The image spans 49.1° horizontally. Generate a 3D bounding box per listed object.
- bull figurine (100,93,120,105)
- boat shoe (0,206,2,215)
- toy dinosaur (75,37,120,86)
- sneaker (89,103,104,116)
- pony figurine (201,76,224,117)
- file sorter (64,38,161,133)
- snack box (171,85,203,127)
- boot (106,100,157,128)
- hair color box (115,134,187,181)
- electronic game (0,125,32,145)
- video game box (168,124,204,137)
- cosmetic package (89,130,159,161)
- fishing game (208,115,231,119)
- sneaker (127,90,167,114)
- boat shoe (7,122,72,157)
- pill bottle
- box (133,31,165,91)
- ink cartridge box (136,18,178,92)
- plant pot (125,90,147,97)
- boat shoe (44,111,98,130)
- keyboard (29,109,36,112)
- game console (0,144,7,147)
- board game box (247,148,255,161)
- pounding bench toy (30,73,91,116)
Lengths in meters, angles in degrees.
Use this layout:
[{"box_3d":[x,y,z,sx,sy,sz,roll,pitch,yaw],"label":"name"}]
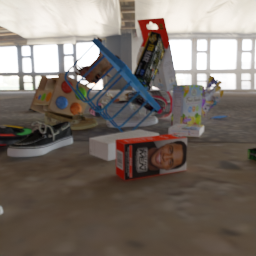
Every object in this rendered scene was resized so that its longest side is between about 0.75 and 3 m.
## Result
[{"box_3d":[-0.656,-1.261,15.217,1.492,0.800,2.458,34,3,-1],"label":"bull figurine"},{"box_3d":[-2.200,1.016,3.802,1.033,0.366,0.372,2,10,14],"label":"boat shoe"},{"box_3d":[-1.396,-2.515,12.205,1.250,1.974,2.913,37,-5,0],"label":"toy dinosaur"},{"box_3d":[-1.713,-0.997,14.777,0.749,0.640,1.825,1,8,-13],"label":"sneaker"},{"box_3d":[3.306,-1.387,11.771,1.270,1.525,1.472,8,39,-23],"label":"pony figurine"},{"box_3d":[-0.488,-1.154,8.903,1.784,1.577,2.571,48,4,36],"label":"file sorter"},{"box_3d":[2.299,-0.848,10.886,0.559,1.652,1.393,9,14,43],"label":"snack box"},{"box_3d":[0.200,-0.620,11.251,2.216,1.059,0.815,-4,10,-25],"label":"boot"},{"box_3d":[0.472,0.546,5.531,1.411,0.716,0.432,-5,11,-26],"label":"hair color box"},{"box_3d":[-3.622,0.119,7.871,1.884,0.392,1.884,7,7,-1],"label":"electronic game"},{"box_3d":[2.024,0.069,9.670,1.033,0.265,1.134,2,10,23],"label":"video game box"},{"box_3d":[-0.059,0.405,7.114,1.778,0.450,0.734,-9,13,-43],"label":"cosmetic package"},{"box_3d":[4.323,-0.477,13.243,0.998,0.155,0.714,-5,8,14],"label":"fishing game"},{"box_3d":[0.649,-0.971,10.405,1.553,0.626,0.580,15,51,22],"label":"sneaker"},{"box_3d":[-2.208,0.219,7.311,0.811,0.751,2.198,5,11,29],"label":"boat shoe"},{"box_3d":[0.827,-1.013,12.651,2.396,1.326,1.326,-9,13,-27],"label":"pill bottle"},{"box_3d":[0.736,-2.186,9.364,0.391,1.585,1.265,20,-5,16],"label":"box"},{"box_3d":[1.041,-3.219,12.353,0.693,2.933,2.348,-25,27,-17],"label":"ink cartridge box"},{"box_3d":[0.385,-1.487,11.547,1.097,0.151,1.097,-19,4,1],"label":"plant pot"},{"box_3d":[-2.190,-0.292,10.561,2.090,0.655,0.766,1,9,7],"label":"boat shoe"},{"box_3d":[-5.357,-1.041,16.520,0.952,0.154,1.498,0,6,-43],"label":"keyboard"},{"box_3d":[-4.564,0.265,8.371,1.821,0.320,2.059,-4,11,-21],"label":"game console"},{"box_3d":[4.193,0.603,6.531,2.535,0.297,1.328,-5,9,-27],"label":"board game box"},{"box_3d":[-2.489,-1.118,12.170,1.946,1.550,2.495,6,-13,46],"label":"pounding bench toy"}]
